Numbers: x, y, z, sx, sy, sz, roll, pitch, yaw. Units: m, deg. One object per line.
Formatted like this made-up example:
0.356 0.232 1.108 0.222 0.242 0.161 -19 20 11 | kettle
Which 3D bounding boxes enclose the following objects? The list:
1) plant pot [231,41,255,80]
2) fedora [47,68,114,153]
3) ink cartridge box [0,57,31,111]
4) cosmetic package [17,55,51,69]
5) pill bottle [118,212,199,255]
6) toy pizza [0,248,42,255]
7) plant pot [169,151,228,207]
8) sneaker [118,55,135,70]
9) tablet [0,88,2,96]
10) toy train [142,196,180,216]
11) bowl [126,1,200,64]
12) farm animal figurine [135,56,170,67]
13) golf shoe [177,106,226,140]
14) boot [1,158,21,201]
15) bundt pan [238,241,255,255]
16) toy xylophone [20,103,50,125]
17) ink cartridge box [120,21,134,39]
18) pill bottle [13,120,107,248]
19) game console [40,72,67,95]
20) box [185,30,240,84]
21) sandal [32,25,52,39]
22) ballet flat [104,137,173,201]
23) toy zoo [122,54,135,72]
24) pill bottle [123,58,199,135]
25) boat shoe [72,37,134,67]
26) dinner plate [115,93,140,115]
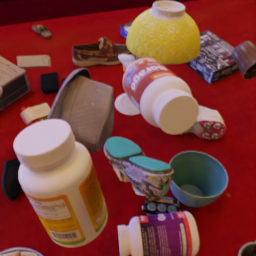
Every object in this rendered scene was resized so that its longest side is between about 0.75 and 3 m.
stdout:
4.116 -2.340 9.539 1.009 1.009 0.998 -17 62 -14 | plant pot
-0.996 -0.216 6.974 1.163 2.278 2.576 13 48 6 | fedora
-5.921 -1.898 11.435 2.937 1.103 2.419 31 55 24 | ink cartridge box
-3.494 -2.452 10.436 1.102 0.403 0.571 -3 7 -6 | cosmetic package
0.757 2.871 7.377 2.001 1.125 1.125 -5 50 -5 | pill bottle
-2.939 4.090 6.845 2.278 0.361 2.278 0 50 0 | toy pizza
1.952 1.686 8.321 1.676 1.129 1.676 2 41 -2 | plant pot
0.068 -1.993 9.345 0.513 0.603 1.362 -12 41 -33 | sneaker
-4.200 -0.364 8.359 0.120 1.142 1.755 26 78 -22 | tablet
0.984 2.315 8.319 1.123 0.479 0.640 5 40 5 | toy train
1.144 -3.047 8.467 2.349 1.264 2.349 3 42 -3 | bowl
0.957 -2.620 12.200 1.751 0.881 1.414 20 53 16 | farm animal figurine
2.190 -0.365 10.351 2.690 1.013 1.231 15 41 4 | golf shoe
-3.241 1.362 8.788 1.304 0.593 1.553 -27 46 4 | boot
3.556 3.996 6.535 2.586 0.970 2.586 0 49 0 | bundt pan
-2.803 -0.381 8.871 1.126 0.283 0.824 -16 74 -52 | toy xylophone
0.887 -5.224 14.644 2.368 0.524 1.113 -27 56 -21 | ink cartridge box
-1.335 1.140 5.717 1.406 2.532 1.406 -7 36 5 | pill bottle
-2.769 -2.033 12.125 2.027 0.244 1.195 -10 51 -9 | game console
3.737 -3.366 12.968 2.121 0.669 2.689 -25 54 -20 | box
-4.506 -5.105 14.632 0.586 0.391 1.433 -33 57 -25 | sandal
0.063 0.698 4.818 0.708 0.708 1.968 -24 22 -19 | ballet flat
0.046 -2.397 10.699 0.548 0.086 0.836 2 76 -33 | toy zoo
0.674 -0.721 6.138 1.131 1.131 2.016 -14 33 -12 | pill bottle
-1.128 -3.584 12.898 2.941 1.058 1.061 -7 50 -6 | boat shoe
0.114 -1.022 11.340 1.297 0.157 1.297 0 48 -1 | dinner plate
